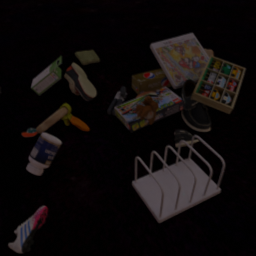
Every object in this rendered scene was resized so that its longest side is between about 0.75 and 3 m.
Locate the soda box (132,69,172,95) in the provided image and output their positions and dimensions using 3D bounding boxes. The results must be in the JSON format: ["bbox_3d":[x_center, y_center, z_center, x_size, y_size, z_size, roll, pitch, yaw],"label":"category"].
[{"bbox_3d":[1.324,-2.307,13.526,2.235,0.716,0.757,-17,43,-20],"label":"soda box"}]

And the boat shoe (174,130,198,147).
[{"bbox_3d":[2.030,0.337,9.764,0.617,0.581,1.718,-23,-13,24],"label":"boat shoe"}]

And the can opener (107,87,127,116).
[{"bbox_3d":[-0.473,-1.241,12.329,0.454,0.569,1.701,10,40,12],"label":"can opener"}]

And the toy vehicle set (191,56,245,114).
[{"bbox_3d":[3.804,-1.873,11.691,1.630,0.348,2.624,23,55,11],"label":"toy vehicle set"}]

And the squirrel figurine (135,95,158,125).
[{"bbox_3d":[0.669,-0.721,10.436,0.648,0.915,0.854,30,5,-36],"label":"squirrel figurine"}]

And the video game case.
[{"bbox_3d":[2.680,-3.283,13.472,2.416,0.304,2.655,-19,68,-15],"label":"video game case"}]

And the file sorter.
[{"bbox_3d":[1.504,1.390,8.414,2.290,1.426,1.589,-18,43,-22],"label":"file sorter"}]

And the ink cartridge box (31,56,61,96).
[{"bbox_3d":[-3.598,-2.409,12.963,1.866,0.553,0.969,-36,33,12],"label":"ink cartridge box"}]

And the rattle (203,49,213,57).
[{"bbox_3d":[3.613,-3.323,14.844,2.218,1.444,1.585,-12,8,37],"label":"rattle"}]

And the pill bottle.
[{"bbox_3d":[-2.762,0.865,9.084,0.710,0.710,1.278,29,90,31],"label":"pill bottle"}]

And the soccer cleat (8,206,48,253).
[{"bbox_3d":[-2.698,2.670,7.573,0.599,0.484,1.386,9,40,12],"label":"soccer cleat"}]

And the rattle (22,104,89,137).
[{"bbox_3d":[-2.820,0.112,10.897,2.036,1.455,1.326,-44,30,-14],"label":"rattle"}]

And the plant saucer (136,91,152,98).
[{"bbox_3d":[1.054,-1.256,12.624,1.438,0.232,1.438,0,40,0],"label":"plant saucer"}]

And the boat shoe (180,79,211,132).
[{"bbox_3d":[2.765,-0.956,11.685,1.046,0.985,2.913,0,41,-3],"label":"boat shoe"}]

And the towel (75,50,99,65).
[{"bbox_3d":[-2.327,-4.039,16.022,1.132,0.278,1.526,-15,40,-19],"label":"towel"}]

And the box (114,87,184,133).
[{"bbox_3d":[0.878,-0.806,11.536,2.550,0.443,1.404,-24,43,-18],"label":"box"}]

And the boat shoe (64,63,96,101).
[{"bbox_3d":[-2.308,-2.019,13.068,0.882,1.003,2.818,-45,46,13],"label":"boat shoe"}]
